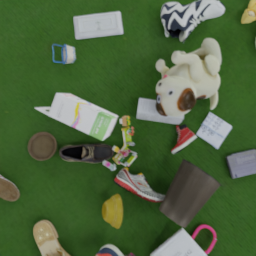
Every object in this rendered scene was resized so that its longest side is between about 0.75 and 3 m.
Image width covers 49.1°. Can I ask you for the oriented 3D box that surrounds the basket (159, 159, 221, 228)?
[{"bbox_3d":[2.004,2.305,9.615,1.713,1.292,1.900,38,84,-27],"label":"basket"}]

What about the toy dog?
[{"bbox_3d":[2.014,-1.501,10.124,2.804,1.956,2.718,-41,117,-36],"label":"toy dog"}]

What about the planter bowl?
[{"bbox_3d":[-0.604,2.871,9.667,0.492,1.180,1.180,6,77,-20],"label":"planter bowl"}]

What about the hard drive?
[{"bbox_3d":[2.085,4.818,9.550,1.532,0.310,2.322,-44,80,9],"label":"hard drive"}]

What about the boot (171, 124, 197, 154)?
[{"bbox_3d":[1.924,0.401,10.708,1.163,0.421,0.839,-37,77,-13],"label":"boot"}]

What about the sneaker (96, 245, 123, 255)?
[{"bbox_3d":[-0.031,4.867,8.734,2.668,1.127,1.000,29,103,18],"label":"sneaker"}]

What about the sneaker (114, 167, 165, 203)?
[{"bbox_3d":[0.495,2.083,10.140,1.956,0.761,0.803,28,74,4],"label":"sneaker"}]

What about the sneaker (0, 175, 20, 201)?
[{"bbox_3d":[-4.794,1.985,10.314,1.791,1.007,0.638,43,77,-21],"label":"sneaker"}]

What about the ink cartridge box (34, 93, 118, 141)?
[{"bbox_3d":[-1.814,-0.559,10.198,2.658,1.557,0.895,24,98,3],"label":"ink cartridge box"}]

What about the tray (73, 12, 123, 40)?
[{"bbox_3d":[-1.277,-4.384,11.847,2.044,0.227,1.097,-7,79,-2],"label":"tray"}]

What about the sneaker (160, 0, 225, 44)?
[{"bbox_3d":[2.621,-4.224,11.407,2.563,1.023,1.668,1,79,0],"label":"sneaker"}]

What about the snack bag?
[{"bbox_3d":[3.323,0.107,10.901,1.058,0.120,1.122,35,80,7],"label":"snack bag"}]

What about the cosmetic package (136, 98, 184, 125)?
[{"bbox_3d":[1.208,-0.616,10.673,1.724,0.874,0.614,9,77,1],"label":"cosmetic package"}]

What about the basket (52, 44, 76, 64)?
[{"bbox_3d":[-2.595,-2.948,11.276,0.887,0.617,0.782,3,75,-31],"label":"basket"}]

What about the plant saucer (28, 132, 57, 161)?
[{"bbox_3d":[-3.279,0.710,10.746,1.109,0.163,1.109,0,77,1],"label":"plant saucer"}]

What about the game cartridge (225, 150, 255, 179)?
[{"bbox_3d":[4.457,1.340,10.577,1.366,0.262,0.885,-12,74,-3],"label":"game cartridge"}]

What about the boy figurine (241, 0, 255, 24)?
[{"bbox_3d":[5.570,-5.040,11.794,1.982,0.639,1.232,-27,82,-8],"label":"boy figurine"}]

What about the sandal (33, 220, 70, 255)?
[{"bbox_3d":[-2.482,4.522,9.418,1.049,0.941,2.860,-34,80,3],"label":"sandal"}]

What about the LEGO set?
[{"bbox_3d":[-0.073,0.638,10.193,0.958,0.775,2.083,26,84,-35],"label":"LEGO set"}]

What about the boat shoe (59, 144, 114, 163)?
[{"bbox_3d":[-1.541,0.969,10.331,2.032,0.745,0.757,-4,87,-3],"label":"boat shoe"}]

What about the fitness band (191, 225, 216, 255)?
[{"bbox_3d":[2.647,3.971,9.901,0.773,0.201,1.076,32,72,19],"label":"fitness band"}]

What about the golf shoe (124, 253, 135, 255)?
[{"bbox_3d":[0.155,5.145,9.617,0.706,0.556,1.532,-28,74,15],"label":"golf shoe"}]
